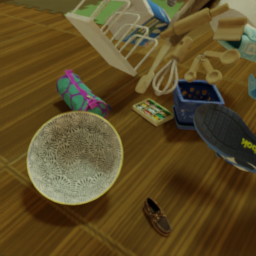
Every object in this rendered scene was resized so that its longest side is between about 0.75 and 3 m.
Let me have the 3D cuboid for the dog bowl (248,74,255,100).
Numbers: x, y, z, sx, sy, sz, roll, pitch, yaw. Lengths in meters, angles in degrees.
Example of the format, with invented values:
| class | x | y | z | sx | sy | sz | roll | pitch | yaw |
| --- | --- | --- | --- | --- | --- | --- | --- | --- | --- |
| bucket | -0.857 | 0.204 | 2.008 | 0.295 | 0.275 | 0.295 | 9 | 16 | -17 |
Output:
| class | x | y | z | sx | sy | sz | roll | pitch | yaw |
| --- | --- | --- | --- | --- | --- | --- | --- | --- | --- |
| dog bowl | 3.672 | -1.099 | 6.930 | 1.022 | 1.834 | 0.455 | 20 | 78 | -1 |

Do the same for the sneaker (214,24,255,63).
| class | x | y | z | sx | sy | sz | roll | pitch | yaw |
| --- | --- | --- | --- | --- | --- | --- | --- | --- | --- |
| sneaker | 2.686 | -1.638 | 5.873 | 2.013 | 0.744 | 0.825 | 34 | 45 | 29 |

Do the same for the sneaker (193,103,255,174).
| class | x | y | z | sx | sy | sz | roll | pitch | yaw |
| --- | --- | --- | --- | --- | --- | --- | --- | --- | --- |
| sneaker | 1.579 | 0.233 | 4.326 | 0.630 | 1.703 | 0.700 | -60 | 19 | -11 |

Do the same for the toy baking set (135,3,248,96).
| class | x | y | z | sx | sy | sz | roll | pitch | yaw |
| --- | --- | --- | --- | --- | --- | --- | --- | --- | --- |
| toy baking set | 0.856 | -1.150 | 4.201 | 1.784 | 0.208 | 1.369 | -11 | 57 | 33 |

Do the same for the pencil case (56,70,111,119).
| class | x | y | z | sx | sy | sz | roll | pitch | yaw |
| --- | --- | --- | --- | --- | --- | --- | --- | --- | --- |
| pencil case | -1.624 | -1.026 | 9.723 | 1.025 | 1.113 | 2.408 | -20 | 43 | -27 |

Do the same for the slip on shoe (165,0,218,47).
| class | x | y | z | sx | sy | sz | roll | pitch | yaw |
| --- | --- | --- | --- | --- | --- | --- | --- | --- | --- |
| slip on shoe | 2.316 | -3.938 | 9.844 | 0.830 | 2.739 | 1.041 | 48 | 33 | 20 |

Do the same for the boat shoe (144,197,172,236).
| class | x | y | z | sx | sy | sz | roll | pitch | yaw |
| --- | --- | --- | --- | --- | --- | --- | --- | --- | --- |
| boat shoe | 0.674 | 2.050 | 6.547 | 0.341 | 0.340 | 0.968 | -21 | 45 | -25 |

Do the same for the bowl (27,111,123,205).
| class | x | y | z | sx | sy | sz | roll | pitch | yaw |
| --- | --- | --- | --- | --- | --- | --- | --- | --- | --- |
| bowl | -1.263 | 0.835 | 7.165 | 2.315 | 1.087 | 2.315 | 0 | 69 | 1 |

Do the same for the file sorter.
| class | x | y | z | sx | sy | sz | roll | pitch | yaw |
| --- | --- | --- | --- | --- | --- | --- | --- | --- | --- |
| file sorter | -0.352 | -2.482 | 7.104 | 1.173 | 1.883 | 1.307 | -51 | 42 | -3 |

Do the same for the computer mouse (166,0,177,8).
| class | x | y | z | sx | sy | sz | roll | pitch | yaw |
| --- | --- | --- | --- | --- | --- | --- | --- | --- | --- |
| computer mouse | 1.767 | -5.132 | 10.574 | 0.622 | 1.134 | 0.249 | 32 | 50 | 8 |

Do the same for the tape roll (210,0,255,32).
| class | x | y | z | sx | sy | sz | roll | pitch | yaw |
| --- | --- | --- | --- | --- | --- | --- | --- | --- | --- |
| tape roll | 3.773 | -3.580 | 9.590 | 1.945 | 1.945 | 0.680 | 36 | 82 | 36 |

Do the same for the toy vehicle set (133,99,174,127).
| class | x | y | z | sx | sy | sz | roll | pitch | yaw |
| --- | --- | --- | --- | --- | --- | --- | --- | --- | --- |
| toy vehicle set | 0.872 | -0.569 | 9.913 | 0.795 | 0.170 | 1.280 | -26 | 46 | -29 |

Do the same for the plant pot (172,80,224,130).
| class | x | y | z | sx | sy | sz | roll | pitch | yaw |
| --- | --- | --- | --- | --- | --- | --- | --- | --- | --- |
| plant pot | 2.160 | -0.704 | 9.181 | 1.383 | 1.243 | 1.383 | 2 | 39 | -3 |

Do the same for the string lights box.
| class | x | y | z | sx | sy | sz | roll | pitch | yaw |
| --- | --- | --- | --- | --- | --- | --- | --- | --- | --- |
| string lights box | 0.530 | -3.755 | 10.094 | 1.431 | 0.821 | 2.785 | -29 | -4 | 27 |
